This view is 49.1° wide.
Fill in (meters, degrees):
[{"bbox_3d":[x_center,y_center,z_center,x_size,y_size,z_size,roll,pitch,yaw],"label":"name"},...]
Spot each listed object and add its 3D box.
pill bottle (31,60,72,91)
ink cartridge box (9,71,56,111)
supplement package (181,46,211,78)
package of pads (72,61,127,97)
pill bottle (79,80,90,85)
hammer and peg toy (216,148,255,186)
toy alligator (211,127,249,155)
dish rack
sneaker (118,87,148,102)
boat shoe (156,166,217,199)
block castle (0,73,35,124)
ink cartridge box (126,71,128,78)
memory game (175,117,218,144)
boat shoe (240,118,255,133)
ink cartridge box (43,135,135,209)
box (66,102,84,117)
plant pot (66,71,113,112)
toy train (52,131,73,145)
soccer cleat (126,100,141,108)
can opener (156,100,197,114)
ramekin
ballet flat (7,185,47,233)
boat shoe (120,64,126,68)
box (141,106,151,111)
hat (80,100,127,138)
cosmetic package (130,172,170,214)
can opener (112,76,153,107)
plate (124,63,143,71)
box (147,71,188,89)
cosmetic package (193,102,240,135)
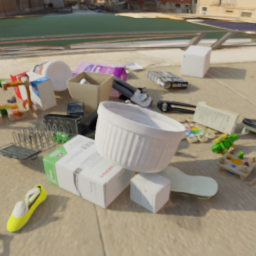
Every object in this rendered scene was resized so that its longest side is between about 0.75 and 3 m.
[{"bbox_3d":[-4.162,-2.737,14.803,1.552,1.552,2.667,-21,19,-33],"label":"pill bottle"},{"bbox_3d":[-4.701,-1.911,13.760,2.440,1.417,0.820,23,42,35],"label":"ink cartridge box"},{"bbox_3d":[4.437,-4.331,18.203,1.441,1.423,2.376,12,31,21],"label":"supplement package"},{"bbox_3d":[-1.641,-2.672,15.199,2.880,1.090,1.735,10,53,18],"label":"package of pads"},{"bbox_3d":[-1.811,-1.591,13.228,0.746,1.345,0.746,-41,22,21],"label":"pill bottle"},{"bbox_3d":[3.723,1.229,9.062,1.456,0.513,1.071,23,36,35],"label":"hammer and peg toy"},{"bbox_3d":[3.662,0.504,10.316,1.963,0.582,0.533,-25,-5,-27],"label":"toy alligator"},{"bbox_3d":[-3.134,0.281,9.896,2.093,0.744,2.729,5,24,40],"label":"dish rack"},{"bbox_3d":[0.261,-1.729,14.474,1.554,0.467,0.810,-23,1,2],"label":"sneaker"},{"bbox_3d":[1.611,1.640,8.235,1.987,0.594,0.710,11,65,25],"label":"boat shoe"},{"bbox_3d":[-5.593,-1.303,12.301,2.743,1.833,1.287,-14,31,-24],"label":"block castle"},{"bbox_3d":[-0.599,-3.518,17.827,0.842,0.389,1.546,-9,29,-16],"label":"ink cartridge box"},{"bbox_3d":[2.644,0.038,11.615,2.150,0.137,2.150,0,29,0],"label":"memory game"},{"bbox_3d":[5.910,-0.129,11.049,2.713,0.879,0.993,12,21,13],"label":"boat shoe"},{"bbox_3d":[-1.140,1.245,8.559,2.284,0.960,1.667,17,33,28],"label":"ink cartridge box"},{"bbox_3d":[-2.335,-0.695,12.533,0.740,0.534,0.997,-3,29,-6],"label":"box"},{"bbox_3d":[-1.732,-1.671,13.326,1.682,1.491,1.684,10,31,17],"label":"plant pot"},{"bbox_3d":[-2.267,0.450,10.558,1.546,0.436,0.323,16,33,27],"label":"toy train"},{"bbox_3d":[0.293,-0.399,11.134,0.976,0.872,2.516,-46,41,-4],"label":"soccer cleat"},{"bbox_3d":[2.246,-1.003,13.036,1.883,0.597,0.740,6,28,11],"label":"can opener"},{"bbox_3d":[0.248,0.257,8.185,2.579,1.354,2.579,15,13,-4],"label":"ramekin"},{"bbox_3d":[-2.737,2.079,7.533,0.505,0.506,1.510,10,31,17],"label":"ballet flat"},{"bbox_3d":[-0.489,-4.241,19.237,0.806,0.285,0.279,12,30,22],"label":"boat shoe"},{"bbox_3d":[0.523,-0.593,12.348,0.906,0.481,0.554,-9,29,-6],"label":"box"},{"bbox_3d":[-0.847,-0.096,10.843,2.246,0.906,2.246,-19,34,13],"label":"hat"},{"bbox_3d":[0.618,1.747,7.889,0.887,0.742,0.738,22,36,34],"label":"cosmetic package"},{"bbox_3d":[0.102,-1.706,13.754,2.357,0.783,0.620,33,79,9],"label":"can opener"},{"bbox_3d":[0.355,-4.117,18.942,1.014,0.164,1.012,-14,40,-35],"label":"plate"},{"bbox_3d":[2.244,-2.771,16.122,1.600,0.487,1.985,-2,27,-27],"label":"box"},{"bbox_3d":[3.569,-0.416,11.386,1.633,0.859,0.580,26,23,27],"label":"cosmetic package"}]
